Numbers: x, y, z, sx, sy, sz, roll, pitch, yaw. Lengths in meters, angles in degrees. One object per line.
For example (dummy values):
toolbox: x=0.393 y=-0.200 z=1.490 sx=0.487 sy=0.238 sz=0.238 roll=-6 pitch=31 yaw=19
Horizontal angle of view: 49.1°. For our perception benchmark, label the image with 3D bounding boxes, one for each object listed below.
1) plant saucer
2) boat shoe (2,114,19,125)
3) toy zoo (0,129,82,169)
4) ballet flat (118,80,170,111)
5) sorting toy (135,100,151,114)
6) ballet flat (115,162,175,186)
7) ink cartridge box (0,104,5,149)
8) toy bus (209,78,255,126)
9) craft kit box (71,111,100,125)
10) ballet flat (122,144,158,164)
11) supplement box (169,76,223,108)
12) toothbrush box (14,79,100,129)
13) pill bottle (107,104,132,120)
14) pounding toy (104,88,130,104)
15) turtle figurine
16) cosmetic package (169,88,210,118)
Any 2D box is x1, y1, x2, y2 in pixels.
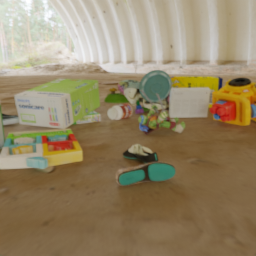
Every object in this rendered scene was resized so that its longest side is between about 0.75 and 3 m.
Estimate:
plant saucer: x=0.992 y=-1.437 z=9.916 sx=1.215 sy=1.215 sz=0.166 roll=-3 pitch=26 yaw=-12
boat shoe: x=-4.660 y=-0.338 z=9.347 sx=1.995 sy=0.565 sz=0.685 roll=-6 pitch=6 yaw=-32
toy zoo: x=-2.097 y=0.480 z=6.799 sx=1.726 sy=0.269 sz=2.630 roll=-4 pitch=14 yaw=-18
ballet flat: x=0.722 y=-1.346 z=12.060 sx=2.946 sy=1.018 sz=1.048 roll=16 pitch=56 yaw=20
sorting toy: x=0.766 y=-1.103 z=12.392 sx=0.672 sy=0.667 sz=1.938 roll=-5 pitch=9 yaw=27
ballet flat: x=0.304 y=0.814 z=5.218 sx=1.153 sy=0.392 sz=0.388 roll=-3 pitch=7 yaw=-17
ink cartridge box: x=-4.674 y=-0.447 z=6.788 sx=2.879 sy=2.101 sz=1.210 roll=2 pitch=15 yaw=14
toy bus: x=3.981 y=-0.745 z=9.814 sx=2.111 sy=1.492 sz=2.199 roll=-26 pitch=29 yaw=-33
craft kit box: x=-1.918 y=-0.445 z=10.576 sx=1.382 sy=0.335 sz=1.365 roll=-7 pitch=13 yaw=-25
ballet flat: x=0.277 y=0.562 z=6.296 sx=1.017 sy=0.348 sz=0.346 roll=12 pitch=19 yaw=42
supplement box: x=3.190 y=-1.796 z=13.792 sx=2.619 sy=1.434 sz=1.425 roll=3 pitch=13 yaw=12
toothbrush box: x=-2.327 y=-0.933 z=9.704 sx=1.787 sy=1.057 sz=2.455 roll=5 pitch=22 yaw=20
pill bottle: x=-0.318 y=-0.606 z=10.739 sx=0.556 sy=0.556 sz=0.991 roll=10 pitch=17 yaw=35
pounding toy: x=-0.581 y=-1.866 z=15.350 sx=1.429 sy=0.859 sz=1.851 roll=0 pitch=14 yaw=0
turtle figurine: x=1.061 y=-0.441 z=8.532 sx=1.389 sy=1.433 sz=1.031 roll=16 pitch=-17 yaw=-25
cosmetic package: x=2.317 y=-0.957 z=10.678 sx=1.463 sy=1.103 sz=0.378 roll=-1 pitch=32 yaw=1
